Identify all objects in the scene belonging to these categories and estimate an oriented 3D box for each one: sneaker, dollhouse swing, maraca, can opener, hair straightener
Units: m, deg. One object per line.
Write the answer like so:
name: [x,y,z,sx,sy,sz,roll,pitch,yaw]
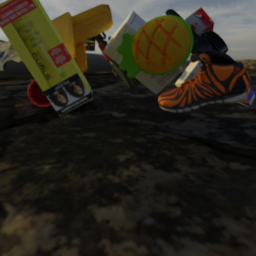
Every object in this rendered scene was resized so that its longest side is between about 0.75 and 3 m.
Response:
sneaker: [1.829,-1.281,7.422,2.484,1.392,0.964,-11,41,25]
dollhouse swing: [-1.342,-2.684,9.172,1.868,1.931,2.125,-7,-1,0]
sneaker: [-3.027,-2.198,7.786,1.686,0.743,0.635,-28,19,5]
maraca: [0.759,-2.481,8.738,2.598,1.781,1.390,-9,-4,31]
can opener: [2.038,-2.964,9.232,1.040,0.838,2.645,-28,59,-18]
hair straightener: [-1.124,-3.878,12.310,0.758,1.970,0.403,-35,-1,-34]

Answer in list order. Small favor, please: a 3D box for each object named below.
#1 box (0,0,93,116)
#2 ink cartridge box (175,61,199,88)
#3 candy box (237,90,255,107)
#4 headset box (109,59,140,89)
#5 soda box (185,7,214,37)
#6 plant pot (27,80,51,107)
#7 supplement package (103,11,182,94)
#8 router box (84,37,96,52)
box: [-2.090,-1.858,7.229,1.122,2.982,0.747,-27,23,4]
ink cartridge box: [2.967,-2.703,13.260,0.391,1.773,1.806,37,-1,-9]
candy box: [3.530,-1.083,9.018,0.972,0.443,1.149,28,9,24]
headset box: [0.314,-3.386,13.222,2.572,1.193,2.239,-36,55,-1]
soda box: [2.895,-3.828,11.404,0.778,0.859,2.453,-36,-11,10]
plant pot: [-4.810,-2.027,16.060,1.634,1.634,1.488,-2,7,-9]
supplement package: [0.627,-2.778,10.481,2.586,1.416,1.471,36,38,-16]
router box: [-1.657,-3.219,10.687,0.813,0.212,0.639,2,56,-3]
